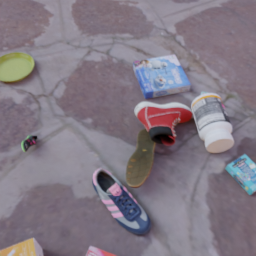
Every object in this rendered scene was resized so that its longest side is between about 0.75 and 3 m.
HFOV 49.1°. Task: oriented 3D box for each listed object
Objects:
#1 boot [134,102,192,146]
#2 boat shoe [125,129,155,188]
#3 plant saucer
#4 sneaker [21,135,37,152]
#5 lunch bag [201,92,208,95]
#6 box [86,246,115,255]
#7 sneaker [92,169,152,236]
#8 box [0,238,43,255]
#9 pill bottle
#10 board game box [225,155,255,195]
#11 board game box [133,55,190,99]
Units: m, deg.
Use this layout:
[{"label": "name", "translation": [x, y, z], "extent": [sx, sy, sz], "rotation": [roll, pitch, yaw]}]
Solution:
[{"label": "boot", "translation": [1.734, -0.068, 10.931], "extent": [2.682, 0.971, 1.935], "rotation": [-1, 44, -32]}, {"label": "boat shoe", "translation": [0.564, 1.201, 10.470], "extent": [0.897, 0.841, 2.492], "rotation": [8, 51, 15]}, {"label": "plant saucer", "translation": [-5.668, -2.940, 13.826], "extent": [2.096, 0.326, 2.096], "rotation": [0, 53, 0]}, {"label": "sneaker", "translation": [-3.867, 0.577, 11.001], "extent": [0.391, 0.359, 0.934], "rotation": [-7, 36, 17]}, {"label": "lunch bag", "translation": [3.569, -1.202, 12.449], "extent": [0.767, 0.468, 0.653], "rotation": [13, 58, 14]}, {"label": "box", "translation": [-0.349, 4.294, 8.121], "extent": [1.955, 0.975, 0.933], "rotation": [16, 58, 12]}, {"label": "sneaker", "translation": [-0.296, 2.454, 9.406], "extent": [2.703, 1.109, 0.948], "rotation": [39, 64, 24]}, {"label": "box", "translation": [-3.491, 4.288, 8.086], "extent": [2.001, 0.976, 1.245], "rotation": [-19, 50, -13]}, {"label": "pill bottle", "translation": [3.383, -0.202, 11.239], "extent": [1.290, 1.290, 2.217], "rotation": [-5, 55, -3]}, {"label": "board game box", "translation": [4.420, 1.711, 10.374], "extent": [0.953, 0.296, 1.262], "rotation": [-26, 58, -20]}, {"label": "board game box", "translation": [1.555, -2.489, 13.395], "extent": [2.178, 0.475, 2.189], "rotation": [-11, 55, -10]}]
